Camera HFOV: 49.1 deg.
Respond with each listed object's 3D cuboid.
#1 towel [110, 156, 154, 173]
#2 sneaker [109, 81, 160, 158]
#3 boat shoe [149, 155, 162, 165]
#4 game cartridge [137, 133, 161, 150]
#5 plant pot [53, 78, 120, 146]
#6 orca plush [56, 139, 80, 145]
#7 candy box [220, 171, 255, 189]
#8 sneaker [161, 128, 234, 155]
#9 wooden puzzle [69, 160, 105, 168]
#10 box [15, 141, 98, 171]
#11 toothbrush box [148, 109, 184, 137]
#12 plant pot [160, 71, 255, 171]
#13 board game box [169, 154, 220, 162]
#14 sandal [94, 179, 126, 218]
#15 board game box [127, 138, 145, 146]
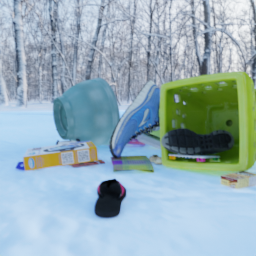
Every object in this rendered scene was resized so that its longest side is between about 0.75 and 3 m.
[{"bbox_3d":[0.096,1.074,8.415,1.208,0.192,1.682,0,6,-6],"label":"towel"},{"bbox_3d":[0.411,-0.163,8.937,1.252,2.809,1.103,36,-16,0],"label":"sneaker"},{"bbox_3d":[0.882,0.975,8.979,0.290,0.261,0.804,-1,5,-14],"label":"boat shoe"},{"bbox_3d":[1.005,0.470,11.569,1.284,0.390,1.926,25,7,5],"label":"game cartridge"},{"bbox_3d":[-1.911,-0.521,11.517,1.949,2.909,2.909,-11,11,-32],"label":"plant pot"},{"bbox_3d":[-2.163,0.808,10.735,1.297,0.461,0.682,-4,49,14],"label":"orca plush"},{"bbox_3d":[2.670,1.228,6.660,0.853,0.236,0.493,-4,6,-32],"label":"candy box"},{"bbox_3d":[1.983,0.533,8.231,2.154,0.812,0.854,3,-24,-9],"label":"sneaker"},{"bbox_3d":[-1.464,1.077,8.810,1.401,0.098,0.831,-4,7,-34],"label":"wooden puzzle"},{"bbox_3d":[-2.206,0.834,8.650,2.374,0.492,1.413,-5,7,-15],"label":"box"},{"bbox_3d":[1.632,-0.233,11.251,2.095,1.239,2.878,12,4,-30],"label":"toothbrush box"},{"bbox_3d":[2.645,-0.106,8.402,2.567,2.554,2.329,-2,-3,42],"label":"plant pot"},{"bbox_3d":[1.913,0.863,8.100,1.095,0.142,1.095,0,-4,41],"label":"board game box"},{"bbox_3d":[-0.345,1.272,5.569,0.631,0.378,1.679,0,6,-1],"label":"sandal"},{"bbox_3d":[-0.152,0.551,12.437,1.878,0.303,1.127,4,-1,5],"label":"board game box"}]
